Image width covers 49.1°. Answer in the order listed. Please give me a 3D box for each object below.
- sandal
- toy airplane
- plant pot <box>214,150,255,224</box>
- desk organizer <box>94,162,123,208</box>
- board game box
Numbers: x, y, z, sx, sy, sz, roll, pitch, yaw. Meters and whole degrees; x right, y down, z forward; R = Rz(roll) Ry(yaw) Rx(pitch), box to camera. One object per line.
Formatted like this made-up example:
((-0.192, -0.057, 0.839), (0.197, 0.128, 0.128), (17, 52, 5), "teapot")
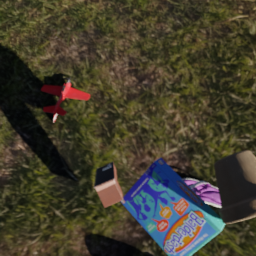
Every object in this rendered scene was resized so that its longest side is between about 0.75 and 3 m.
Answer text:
((2.944, 2.566, 11.325), (2.442, 0.600, 0.994), (9, 65, 4), "sandal")
((-3.196, -1.430, 13.306), (2.494, 0.459, 2.494), (-1, 64, 2), "toy airplane")
((3.308, 1.617, 8.008), (1.942, 1.942, 1.694), (-16, 69, -8), "plant pot")
((-0.598, 1.707, 8.690), (0.642, 1.791, 0.690), (-24, 99, 0), "desk organizer")
((1.303, 2.650, 8.919), (2.739, 2.083, 0.616), (44, 29, 16), "board game box")
